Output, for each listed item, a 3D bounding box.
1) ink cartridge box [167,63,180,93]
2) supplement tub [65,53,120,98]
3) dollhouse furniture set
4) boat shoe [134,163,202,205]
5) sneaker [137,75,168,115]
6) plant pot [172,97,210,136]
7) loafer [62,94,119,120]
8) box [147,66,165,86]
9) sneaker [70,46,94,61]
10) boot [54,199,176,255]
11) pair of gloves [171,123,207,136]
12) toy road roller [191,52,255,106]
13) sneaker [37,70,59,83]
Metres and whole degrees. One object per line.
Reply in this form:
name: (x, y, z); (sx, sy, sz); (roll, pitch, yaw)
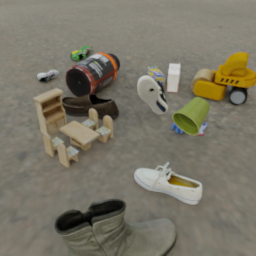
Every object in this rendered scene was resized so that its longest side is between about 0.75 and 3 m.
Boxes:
ink cartridge box: (2.145, -2.423, 13.205); (0.526, 0.908, 1.559); (6, 34, 9)
supplement tub: (-1.469, -2.527, 12.847); (1.508, 1.508, 2.821); (17, 36, 23)
dollhouse furniture set: (-1.995, -0.196, 9.429); (2.275, 1.481, 2.090); (26, 42, 33)
boat shoe: (1.071, 1.381, 7.680); (1.970, 0.840, 0.728); (19, 39, 26)
sneaker: (0.837, -1.463, 10.221); (0.740, 2.025, 1.133); (-16, 52, 17)
plant pot: (2.132, -0.453, 9.066); (1.029, 1.029, 0.977); (29, 67, 35)
loafer: (-1.563, -0.996, 11.117); (2.502, 0.893, 0.913); (7, 35, 11)
box: (1.366, -2.541, 13.736); (0.456, 0.497, 1.419); (-9, 35, -13)
sneaker: (-2.572, -4.250, 16.282); (0.660, 0.604, 1.549); (33, 55, 28)
boot: (-0.093, 2.145, 5.788); (2.612, 1.706, 0.884); (-12, 36, -17)
pair of gloves: (2.281, -0.079, 10.442); (1.369, 0.156, 1.101); (2, 35, 4)
toy road roller: (4.177, -2.290, 12.109); (2.613, 1.907, 1.606); (14, 37, 19)
sneaker: (-3.879, -2.449, 13.735); (1.079, 0.419, 0.755); (-18, 39, -9)
